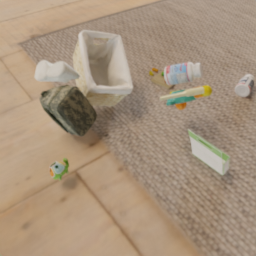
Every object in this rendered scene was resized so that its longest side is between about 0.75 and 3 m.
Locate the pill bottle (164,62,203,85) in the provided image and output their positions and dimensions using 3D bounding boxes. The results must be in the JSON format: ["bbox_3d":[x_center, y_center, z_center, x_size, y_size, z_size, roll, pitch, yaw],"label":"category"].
[{"bbox_3d":[1.984,-1.964,10.052,1.271,0.691,0.691,-6,42,25],"label":"pill bottle"}]

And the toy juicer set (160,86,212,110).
[{"bbox_3d":[2.048,-0.986,9.466,1.568,0.671,2.464,-9,6,17],"label":"toy juicer set"}]

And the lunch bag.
[{"bbox_3d":[-2.325,-0.656,10.641,1.573,1.875,1.307,15,61,41],"label":"lunch bag"}]

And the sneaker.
[{"bbox_3d":[-2.779,-2.064,10.881,2.281,1.009,0.858,14,88,44],"label":"sneaker"}]

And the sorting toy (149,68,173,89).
[{"bbox_3d":[1.694,-2.563,13.947,1.614,0.216,1.202,30,53,26],"label":"sorting toy"}]

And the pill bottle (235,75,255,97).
[{"bbox_3d":[5.501,-2.007,13.096,0.674,0.674,1.127,26,51,23],"label":"pill bottle"}]

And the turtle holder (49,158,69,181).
[{"bbox_3d":[-2.280,1.361,9.339,0.730,0.518,0.554,-36,19,-5],"label":"turtle holder"}]

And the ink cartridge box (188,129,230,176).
[{"bbox_3d":[2.760,0.738,9.532,0.459,1.913,1.392,-43,56,-12],"label":"ink cartridge box"}]

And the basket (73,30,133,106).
[{"bbox_3d":[-1.195,-2.431,11.964,1.903,1.732,2.808,-2,69,-27],"label":"basket"}]
